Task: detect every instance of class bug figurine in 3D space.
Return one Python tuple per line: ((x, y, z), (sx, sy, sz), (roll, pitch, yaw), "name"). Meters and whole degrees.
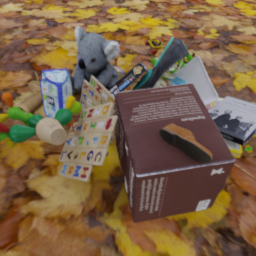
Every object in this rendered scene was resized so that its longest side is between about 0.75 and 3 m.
((4.222, 0.507, 9.540), (0.645, 0.214, 0.832), (-14, 75, 2), "bug figurine")

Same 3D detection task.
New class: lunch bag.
((-2.571, -1.186, 10.266), (1.153, 1.538, 1.809), (-10, 31, -18), "lunch bag")

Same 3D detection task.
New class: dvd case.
((3.729, -0.350, 9.825), (1.789, 0.294, 2.381), (26, 43, 36), "dvd case")

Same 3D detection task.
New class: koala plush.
((-1.402, -2.647, 11.278), (2.338, 2.636, 2.423), (28, 50, 20), "koala plush")

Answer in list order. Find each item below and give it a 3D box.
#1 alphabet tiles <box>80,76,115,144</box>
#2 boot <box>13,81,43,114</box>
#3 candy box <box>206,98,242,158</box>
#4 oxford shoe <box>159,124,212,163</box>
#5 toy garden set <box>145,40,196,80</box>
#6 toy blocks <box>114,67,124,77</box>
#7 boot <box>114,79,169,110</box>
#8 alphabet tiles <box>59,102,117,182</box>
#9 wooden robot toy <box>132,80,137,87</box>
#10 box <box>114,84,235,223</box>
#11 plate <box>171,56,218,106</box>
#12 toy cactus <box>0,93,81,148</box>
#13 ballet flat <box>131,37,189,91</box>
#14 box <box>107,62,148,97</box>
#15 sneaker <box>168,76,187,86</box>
((-1.037, -0.586, 9.611), (0.072, 1.895, 2.277), (-14, 46, -37), "alphabet tiles")
((-4.087, -1.261, 11.518), (1.386, 0.523, 1.582), (22, 46, 23), "boot")
((3.304, -0.171, 10.340), (1.521, 0.393, 2.976), (9, 42, 11), "candy box")
((1.333, 0.281, 6.137), (1.310, 0.467, 0.467), (37, 56, 28), "oxford shoe")
((2.156, -3.398, 12.987), (2.527, 0.504, 2.107), (-18, 67, -30), "toy garden set")
((-0.522, -2.656, 13.189), (0.662, 0.484, 0.968), (-4, 31, -33), "toy blocks")
((0.651, -1.322, 11.266), (2.600, 0.946, 2.762), (-4, 40, -4), "boot")
((-1.160, 0.355, 7.489), (2.500, 0.079, 2.081), (-6, 62, 54), "alphabet tiles")
((0.293, -2.243, 12.646), (0.405, 0.417, 0.919), (11, 45, -6), "wooden robot toy")
((0.991, 0.620, 7.733), (2.331, 2.355, 2.838), (-7, 48, -8), "box")
((2.467, -1.547, 10.504), (0.276, 1.711, 1.707), (-20, 83, -35), "plate")
((-2.205, -0.185, 7.228), (2.678, 1.369, 2.209), (-13, 22, -35), "toy cactus")
((1.196, -1.990, 10.498), (1.077, 2.949, 1.077), (22, 43, -22), "ballet flat")
((-0.068, -1.721, 10.378), (1.748, 0.437, 1.761), (-40, 7, 12), "box")
((1.904, -1.382, 10.494), (0.514, 0.843, 1.292), (-15, 29, -2), "sneaker")
